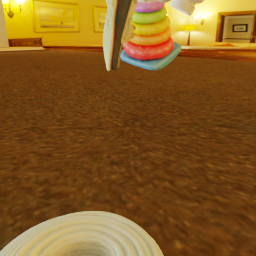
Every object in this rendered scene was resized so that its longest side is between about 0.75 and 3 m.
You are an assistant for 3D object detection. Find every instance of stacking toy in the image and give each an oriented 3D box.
[{"bbox_3d":[0.556,-3.187,7.847,1.534,2.795,1.622,27,55,30],"label":"stacking toy"}]

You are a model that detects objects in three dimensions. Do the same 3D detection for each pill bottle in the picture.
[{"bbox_3d":[1.350,-2.951,5.595,0.694,1.249,0.694,24,20,-10],"label":"pill bottle"}]

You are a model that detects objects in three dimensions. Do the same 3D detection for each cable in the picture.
[{"bbox_3d":[-0.500,1.505,2.716,1.771,0.613,1.771,-6,21,-17],"label":"cable"}]

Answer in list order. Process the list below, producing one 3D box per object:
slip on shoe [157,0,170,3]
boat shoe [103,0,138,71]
[{"bbox_3d":[1.155,-3.545,6.577,0.616,1.622,0.491,18,-12,24],"label":"slip on shoe"},{"bbox_3d":[-0.050,-0.804,2.160,0.244,0.779,0.277,-4,37,-19],"label":"boat shoe"}]
